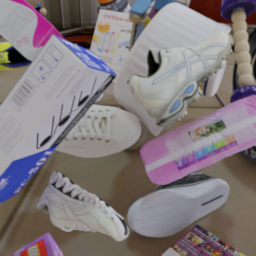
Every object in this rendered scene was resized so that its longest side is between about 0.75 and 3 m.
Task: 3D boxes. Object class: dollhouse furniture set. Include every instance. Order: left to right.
[{"bbox_3d":[0.634,-2.239,6.641,1.086,1.571,1.664,19,51,5],"label":"dollhouse furniture set"}]

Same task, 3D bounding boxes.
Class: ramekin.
[{"bbox_3d":[0.886,-1.338,6.320,1.369,2.809,2.809,35,34,5],"label":"ramekin"}]

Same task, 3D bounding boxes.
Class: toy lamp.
[{"bbox_3d":[2.173,-1.667,5.342,0.695,2.387,0.695,-3,-10,-1],"label":"toy lamp"}]

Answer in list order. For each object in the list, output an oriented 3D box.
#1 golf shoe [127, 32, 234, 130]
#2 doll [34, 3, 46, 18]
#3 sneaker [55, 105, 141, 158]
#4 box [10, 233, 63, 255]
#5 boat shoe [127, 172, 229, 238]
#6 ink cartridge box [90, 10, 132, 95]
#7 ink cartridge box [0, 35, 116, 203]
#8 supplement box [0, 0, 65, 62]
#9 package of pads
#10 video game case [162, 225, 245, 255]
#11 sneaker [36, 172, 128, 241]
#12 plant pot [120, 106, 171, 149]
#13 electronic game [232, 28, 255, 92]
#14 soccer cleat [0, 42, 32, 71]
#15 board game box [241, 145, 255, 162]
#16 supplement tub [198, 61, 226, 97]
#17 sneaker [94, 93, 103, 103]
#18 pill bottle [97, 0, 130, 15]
[{"bbox_3d":[0.796,-0.961,4.074,0.972,0.782,1.999,41,61,0],"label":"golf shoe"},{"bbox_3d":[-2.217,-2.814,6.948,0.187,0.526,0.770,-25,22,-34],"label":"doll"},{"bbox_3d":[-1.041,0.034,5.225,2.908,1.059,1.231,0,-7,-16],"label":"sneaker"},{"bbox_3d":[-1.436,2.786,3.052,2.049,0.585,2.994,-29,27,-14],"label":"box"},{"bbox_3d":[1.028,1.621,6.243,2.706,0.975,0.960,-5,16,-33],"label":"boat shoe"},{"bbox_3d":[-0.296,-2.584,9.554,1.721,2.677,1.676,11,-7,3],"label":"ink cartridge box"},{"bbox_3d":[-1.039,0.033,3.018,0.452,2.047,0.962,44,13,5],"label":"ink cartridge box"},{"bbox_3d":[-2.359,-2.266,6.040,1.713,0.867,0.885,43,2,3],"label":"supplement box"},{"bbox_3d":[1.192,0.251,4.606,1.976,0.748,1.191,-26,-7,5],"label":"package of pads"},{"bbox_3d":[1.433,2.557,4.868,1.458,0.288,1.609,-23,35,-38],"label":"video game case"},{"bbox_3d":[-0.564,1.014,3.299,1.351,0.508,0.548,18,62,39],"label":"sneaker"},{"bbox_3d":[0.572,-0.079,9.015,1.381,1.592,1.592,4,22,-28],"label":"plant pot"},{"bbox_3d":[3.521,-1.524,6.760,0.572,2.750,2.750,11,22,-20],"label":"electronic game"},{"bbox_3d":[-3.827,-1.897,7.632,2.671,0.863,1.117,-23,29,-40],"label":"soccer cleat"},{"bbox_3d":[4.632,0.550,8.313,2.421,0.419,1.640,-1,12,-1],"label":"board game box"},{"bbox_3d":[2.209,-2.018,9.759,1.999,1.444,1.444,22,33,22],"label":"supplement tub"},{"bbox_3d":[-2.263,-1.604,12.636,2.386,0.961,1.747,19,24,39],"label":"sneaker"},{"bbox_3d":[-0.437,-4.399,11.215,1.275,2.400,1.275,-13,50,16],"label":"pill bottle"}]
